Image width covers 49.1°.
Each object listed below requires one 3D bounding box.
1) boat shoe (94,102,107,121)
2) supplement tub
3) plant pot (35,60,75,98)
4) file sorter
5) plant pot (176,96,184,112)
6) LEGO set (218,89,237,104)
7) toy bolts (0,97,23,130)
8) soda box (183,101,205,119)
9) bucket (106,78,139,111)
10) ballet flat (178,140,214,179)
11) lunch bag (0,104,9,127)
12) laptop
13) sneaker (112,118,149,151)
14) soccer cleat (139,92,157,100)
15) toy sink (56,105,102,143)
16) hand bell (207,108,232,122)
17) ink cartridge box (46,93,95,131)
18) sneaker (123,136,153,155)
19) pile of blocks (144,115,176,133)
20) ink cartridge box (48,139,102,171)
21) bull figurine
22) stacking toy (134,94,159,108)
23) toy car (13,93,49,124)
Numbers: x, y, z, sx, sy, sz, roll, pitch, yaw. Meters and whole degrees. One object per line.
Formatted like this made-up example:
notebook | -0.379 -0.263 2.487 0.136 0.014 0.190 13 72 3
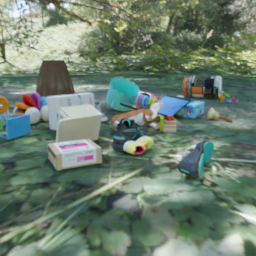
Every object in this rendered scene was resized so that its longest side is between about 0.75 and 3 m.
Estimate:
boat shoe | -1.413 -0.768 12.722 0.601 0.747 1.611 -7 15 -27
supplement tub | 5.186 -2.874 19.607 2.478 1.518 1.518 7 15 23
plant pot | -4.199 -2.567 16.103 2.444 2.615 2.444 0 14 0
file sorter | -4.100 -0.095 10.010 0.622 0.703 1.014 12 18 25
plant pot | 2.745 -1.312 14.874 0.722 0.771 0.722 0 13 0
LEGO set | 6.016 -1.782 17.351 0.489 0.526 1.282 -41 61 -16
toy bolts | -4.766 -0.461 10.775 1.425 1.361 0.988 12 -1 -36
soda box | 3.219 -0.892 13.568 0.544 0.575 1.695 8 16 29
bucket | -0.310 -1.725 14.573 1.695 1.102 1.695 15 37 -12
ballet flat | 1.683 0.715 7.046 0.690 0.690 1.888 7 18 25
lunch bag | -5.229 -0.526 11.443 0.674 0.899 1.057 3 15 8
laptop | 1.232 -1.199 13.201 2.442 1.261 2.164 16 5 -28
sneaker | 0.152 0.093 9.083 0.818 0.860 2.170 3 13 19
soccer cleat | 0.509 -1.834 16.990 2.714 0.926 0.993 15 8 40
toy sink | -1.764 -0.101 9.084 1.539 1.003 0.862 -13 38 -38
hand bell | 4.104 -0.463 12.390 1.048 0.546 0.546 24 25 32
ink cartridge box | -2.233 -0.677 11.180 1.780 1.287 0.750 -13 14 -43
sneaker | 0.387 0.571 8.218 1.057 0.413 0.477 -16 31 -36
pile of blocks | 0.924 -0.316 11.050 2.184 0.679 0.897 8 16 31
ink cartridge box | -1.436 0.684 7.488 1.217 0.457 1.002 -6 14 -27
bull figurine | 0.414 -0.325 10.302 2.164 0.705 1.314 -18 22 -6
stacking toy | 1.297 -1.352 15.228 1.844 0.787 0.787 13 19 30
toy car | -4.166 -0.915 12.303 1.443 1.237 1.649 10 17 38
